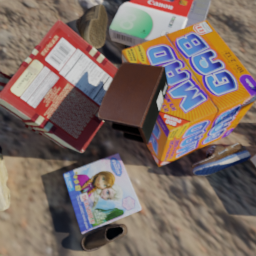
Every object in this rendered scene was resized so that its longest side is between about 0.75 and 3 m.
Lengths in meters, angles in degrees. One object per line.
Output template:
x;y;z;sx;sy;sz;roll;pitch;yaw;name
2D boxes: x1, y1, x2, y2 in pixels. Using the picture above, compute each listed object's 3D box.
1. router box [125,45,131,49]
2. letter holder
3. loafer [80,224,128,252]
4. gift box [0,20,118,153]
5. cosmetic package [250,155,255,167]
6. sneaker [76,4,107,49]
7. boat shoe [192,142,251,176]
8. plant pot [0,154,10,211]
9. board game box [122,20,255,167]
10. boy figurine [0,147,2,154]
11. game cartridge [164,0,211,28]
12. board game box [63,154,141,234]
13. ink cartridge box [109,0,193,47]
0.347;-3.119;10.406;0.944;0.391;1.260;-2;64;-1;router box
0.115;-0.576;6.098;1.081;0.765;1.521;13;66;21;letter holder
-0.654;2.858;7.431;1.323;0.470;0.483;-22;66;-10;loafer
-1.976;-1.169;7.653;2.899;2.707;2.675;42;74;-19;gift box
4.587;1.400;7.948;1.055;0.832;1.961;-25;68;-9;cosmetic package
-1.085;-2.713;7.774;0.782;0.729;2.071;-13;39;19;sneaker
2.670;0.894;8.349;1.863;0.673;0.674;-13;59;-17;boat shoe
-4.376;1.554;7.237;2.234;2.441;2.441;-10;64;-18;plant pot
1.539;-0.882;8.070;2.592;2.594;2.592;-23;66;-11;board game box
-4.604;0.840;8.430;1.418;0.457;0.881;-8;61;-3;boy figurine
1.789;-4.571;10.966;2.538;0.487;1.645;18;72;8;game cartridge
-0.762;1.828;7.995;1.753;0.362;1.757;-21;66;-10;board game box
0.955;-4.162;10.205;2.388;0.743;2.967;19;72;9;ink cartridge box
